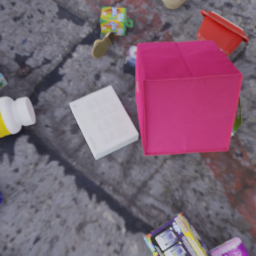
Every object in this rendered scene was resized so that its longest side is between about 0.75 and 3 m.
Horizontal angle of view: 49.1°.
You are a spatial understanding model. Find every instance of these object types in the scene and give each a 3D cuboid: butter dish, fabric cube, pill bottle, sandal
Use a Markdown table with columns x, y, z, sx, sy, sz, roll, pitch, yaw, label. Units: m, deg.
| x | y | z | sx | sy | sz | roll | pitch | yaw | label |
| --- | --- | --- | --- | --- | --- | --- | --- | --- | --- |
| 3.856 | -3.830 | 12.302 | 2.339 | 2.345 | 1.734 | 35 | 112 | 9 | butter dish |
| 1.805 | -1.111 | 9.792 | 2.975 | 2.919 | 2.966 | -3 | 36 | 0 | fabric cube |
| -5.058 | -0.356 | 10.779 | 2.635 | 1.467 | 1.467 | -15 | 66 | -5 | pill bottle |
| -1.291 | -3.807 | 12.981 | 0.578 | 0.645 | 1.759 | 9 | 53 | 39 | sandal |

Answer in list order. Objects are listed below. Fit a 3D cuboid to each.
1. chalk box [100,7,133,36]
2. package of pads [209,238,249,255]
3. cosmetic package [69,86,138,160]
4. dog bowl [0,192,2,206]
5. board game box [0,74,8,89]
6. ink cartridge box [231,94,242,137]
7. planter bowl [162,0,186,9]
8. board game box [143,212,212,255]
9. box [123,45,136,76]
| x | y | z | sx | sy | sz | roll | pitch | yaw | label |
| --- | --- | --- | --- | --- | --- | --- | --- | --- | --- |
| -0.518 | -5.013 | 13.224 | 1.474 | 0.914 | 0.920 | 3 | 66 | 2 | chalk box |
| 3.157 | 4.359 | 9.144 | 1.559 | 0.590 | 0.940 | -22 | 71 | -10 | package of pads |
| -0.985 | -0.254 | 11.186 | 1.875 | 0.643 | 2.487 | -24 | 70 | -13 | cosmetic package |
| -5.143 | 2.578 | 10.034 | 1.122 | 0.442 | 1.122 | 0 | 66 | 0 | dog bowl |
| -6.536 | -1.828 | 11.920 | 1.549 | 0.675 | 2.100 | 39 | 71 | 15 | board game box |
| 3.676 | -0.367 | 10.649 | 0.663 | 1.751 | 1.294 | 6 | 66 | 3 | ink cartridge box |
| 2.270 | -6.581 | 13.890 | 1.487 | 1.001 | 1.487 | 0 | 65 | 0 | planter bowl |
| 1.633 | 3.939 | 8.988 | 1.550 | 0.532 | 1.875 | -39 | 68 | 16 | board game box |
| 0.463 | -2.912 | 12.397 | 1.119 | 0.695 | 1.128 | 16 | 66 | 9 | box |
